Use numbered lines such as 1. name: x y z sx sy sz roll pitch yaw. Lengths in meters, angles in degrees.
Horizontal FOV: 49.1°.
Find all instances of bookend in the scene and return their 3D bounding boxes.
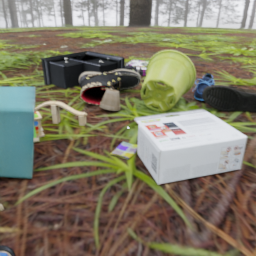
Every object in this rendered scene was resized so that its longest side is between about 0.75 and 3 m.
1. bookend: -2.266 -2.884 14.259 2.977 1.380 2.996 22 33 39

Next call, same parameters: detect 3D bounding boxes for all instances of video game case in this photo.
1. video game case: 0.991 -3.637 17.002 2.226 0.440 2.456 7 26 14

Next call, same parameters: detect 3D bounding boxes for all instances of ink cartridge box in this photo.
1. ink cartridge box: 1.532 0.384 7.639 2.368 0.993 2.079 -7 26 -15

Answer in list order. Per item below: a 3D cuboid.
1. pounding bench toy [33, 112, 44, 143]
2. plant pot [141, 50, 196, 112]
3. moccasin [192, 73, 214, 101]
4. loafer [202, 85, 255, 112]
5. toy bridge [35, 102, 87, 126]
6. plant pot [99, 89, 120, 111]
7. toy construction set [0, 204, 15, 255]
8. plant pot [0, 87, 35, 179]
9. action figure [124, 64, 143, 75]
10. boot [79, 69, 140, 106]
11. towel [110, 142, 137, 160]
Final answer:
1. pounding bench toy: -3.022 -0.046 8.865 0.601 0.754 0.967 -12 27 -24
2. plant pot: 1.481 -1.740 11.331 2.177 2.177 2.001 9 38 18
3. moccasin: 3.458 -1.927 12.817 0.996 0.844 2.475 5 25 11
4. loafer: 4.274 -1.165 11.225 2.676 0.977 0.954 12 22 2
5. toy bridge: -2.564 -0.536 9.924 2.288 0.769 0.311 3 24 8
6. plant pot: -0.664 -1.118 11.011 0.834 0.724 0.834 10 14 -3
7. toy construction set: -3.070 1.641 4.418 1.889 2.051 2.459 -25 13 -22
8. plant pot: -3.698 0.011 6.915 2.629 1.858 1.857 3 23 -19
9. action figure: 0.196 -3.021 15.143 0.878 0.754 1.478 3 3 36
10. boot: -0.782 -1.819 12.365 2.890 1.057 2.176 1 27 -6
11. towel: -0.069 0.647 8.156 0.614 0.097 0.855 12 28 25
